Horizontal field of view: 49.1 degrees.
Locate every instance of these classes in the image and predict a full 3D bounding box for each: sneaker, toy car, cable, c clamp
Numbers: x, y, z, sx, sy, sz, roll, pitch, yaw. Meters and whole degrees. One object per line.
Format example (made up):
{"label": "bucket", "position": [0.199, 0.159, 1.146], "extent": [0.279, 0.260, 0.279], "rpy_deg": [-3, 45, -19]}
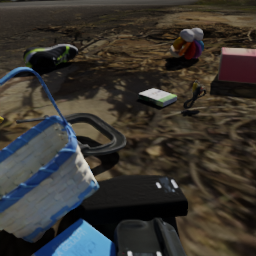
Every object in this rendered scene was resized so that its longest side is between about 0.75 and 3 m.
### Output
{"label": "sneaker", "position": [-3.290, -2.972, 12.337], "extent": [2.556, 0.916, 1.058], "rpy_deg": [-19, 60, -31]}
{"label": "toy car", "position": [2.993, -3.922, 13.557], "extent": [1.666, 1.458, 1.249], "rpy_deg": [-21, 69, -34]}
{"label": "cable", "position": [2.021, -0.943, 8.501], "extent": [0.476, 0.981, 0.247], "rpy_deg": [34, -7, -18]}
{"label": "c clamp", "position": [-1.174, 0.134, 6.377], "extent": [2.125, 0.288, 1.815], "rpy_deg": [29, 33, 35]}

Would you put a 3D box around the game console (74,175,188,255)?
{"label": "game console", "position": [0.102, 1.421, 3.844], "extent": [1.737, 0.355, 2.945], "rpy_deg": [-3, 17, -6]}

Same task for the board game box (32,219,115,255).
{"label": "board game box", "position": [-0.769, 2.087, 3.013], "extent": [1.588, 0.419, 2.076], "rpy_deg": [22, 35, 35]}

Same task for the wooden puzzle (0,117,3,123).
{"label": "wooden puzzle", "position": [-3.013, 0.085, 5.300], "extent": [1.141, 0.770, 0.133], "rpy_deg": [-41, 56, -1]}

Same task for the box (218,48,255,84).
{"label": "box", "position": [4.493, -2.390, 10.710], "extent": [1.921, 1.047, 1.228], "rpy_deg": [8, 29, 14]}

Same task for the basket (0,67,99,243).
{"label": "basket", "position": [-1.546, 0.448, 3.894], "extent": [1.805, 2.047, 1.424], "rpy_deg": [-36, 36, -13]}

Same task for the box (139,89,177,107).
{"label": "box", "position": [0.954, -0.995, 9.045], "extent": [0.735, 0.185, 1.018], "rpy_deg": [-25, 36, -38]}
